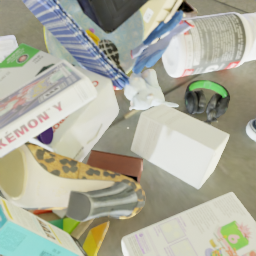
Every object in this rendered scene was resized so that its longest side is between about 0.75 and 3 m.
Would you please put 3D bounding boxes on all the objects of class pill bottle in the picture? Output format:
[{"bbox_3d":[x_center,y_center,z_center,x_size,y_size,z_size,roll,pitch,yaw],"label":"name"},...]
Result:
[{"bbox_3d":[2.598,-2.563,8.510,2.889,1.645,1.645,-11,47,-10],"label":"pill bottle"}]

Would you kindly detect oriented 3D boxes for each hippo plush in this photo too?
[{"bbox_3d":[0.306,-0.755,7.054,1.382,1.101,1.112,58,33,1],"label":"hippo plush"}]

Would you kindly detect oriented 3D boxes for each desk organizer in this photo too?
[{"bbox_3d":[-0.294,0.864,6.099,1.185,0.425,0.456,9,50,9],"label":"desk organizer"}]

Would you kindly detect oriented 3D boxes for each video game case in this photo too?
[{"bbox_3d":[-1.859,-0.191,4.288,2.546,0.321,2.795,-33,25,-6],"label":"video game case"}]

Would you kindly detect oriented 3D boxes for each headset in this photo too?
[{"bbox_3d":[2.058,-0.703,7.233,1.162,0.884,1.881,11,48,7],"label":"headset"}]

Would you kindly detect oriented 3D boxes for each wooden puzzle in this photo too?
[{"bbox_3d":[-1.244,1.623,5.501,2.020,0.236,1.363,22,50,20],"label":"wooden puzzle"}]

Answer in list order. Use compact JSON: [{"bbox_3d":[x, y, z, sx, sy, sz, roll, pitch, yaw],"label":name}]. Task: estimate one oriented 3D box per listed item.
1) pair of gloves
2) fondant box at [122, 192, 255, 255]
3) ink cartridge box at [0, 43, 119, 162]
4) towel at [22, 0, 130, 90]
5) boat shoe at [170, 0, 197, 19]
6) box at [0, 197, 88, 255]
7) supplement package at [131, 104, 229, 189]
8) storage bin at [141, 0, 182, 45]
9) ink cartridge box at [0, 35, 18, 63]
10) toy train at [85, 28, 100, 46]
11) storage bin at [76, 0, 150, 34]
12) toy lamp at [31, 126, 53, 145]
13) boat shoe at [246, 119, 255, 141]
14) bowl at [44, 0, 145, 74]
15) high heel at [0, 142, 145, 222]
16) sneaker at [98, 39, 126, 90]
[{"bbox_3d":[0.778,-2.219,7.156,1.789,0.253,2.225,-35,25,19],"label":"pair of gloves"},{"bbox_3d":[1.230,2.230,4.628,2.256,0.657,1.628,-18,49,-15],"label":"fondant box"},{"bbox_3d":[-1.981,-0.567,6.677,2.878,1.195,2.110,25,63,21],"label":"ink cartridge box"},{"bbox_3d":[-1.251,-2.050,6.453,0.339,2.839,2.056,-48,30,-7],"label":"towel"},{"bbox_3d":[1.967,-4.724,11.106,1.027,0.851,2.859,-12,47,-7],"label":"boat shoe"},{"bbox_3d":[-1.333,1.716,4.200,0.427,1.736,0.714,-50,37,-11],"label":"box"},{"bbox_3d":[1.093,0.324,6.036,1.695,0.994,0.991,29,30,25],"label":"supplement package"},{"bbox_3d":[0.571,-4.022,9.106,1.970,1.985,0.930,43,45,6],"label":"storage bin"},{"bbox_3d":[-3.484,-1.730,7.801,1.046,1.429,0.614,-15,32,-14],"label":"ink cartridge box"},{"bbox_3d":[-1.286,-2.287,8.323,1.708,0.475,1.283,55,49,-10],"label":"toy train"},{"bbox_3d":[-0.209,-3.490,6.613,2.094,1.416,0.982,-41,65,-3],"label":"storage bin"},{"bbox_3d":[-2.297,0.135,5.443,1.672,0.487,0.487,-5,45,16],"label":"toy lamp"},{"bbox_3d":[4.092,-0.006,6.458,2.387,1.083,0.844,15,48,14],"label":"boat shoe"},{"bbox_3d":[-1.085,-2.804,8.293,2.870,2.870,1.544,-17,24,-15],"label":"bowl"},{"bbox_3d":[-1.174,1.001,5.471,2.956,2.107,1.055,18,91,31],"label":"high heel"},{"bbox_3d":[-0.562,-1.812,8.116,0.593,0.654,1.541,-12,79,-26],"label":"sneaker"}]
